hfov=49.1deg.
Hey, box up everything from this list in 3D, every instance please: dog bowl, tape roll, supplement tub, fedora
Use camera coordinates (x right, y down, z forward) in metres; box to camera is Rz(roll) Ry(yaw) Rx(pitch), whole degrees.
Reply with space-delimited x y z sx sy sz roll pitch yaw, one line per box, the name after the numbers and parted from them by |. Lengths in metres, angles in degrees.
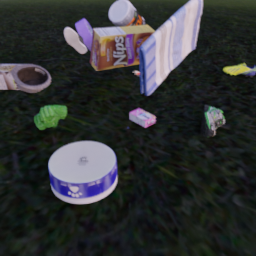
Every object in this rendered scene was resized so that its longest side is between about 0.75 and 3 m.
-1.194 1.137 7.523 1.797 0.708 1.797 0 32 0 | dog bowl
-1.698 -3.931 11.976 0.446 1.360 1.360 -27 31 9 | tape roll
0.035 -4.380 11.551 1.037 1.037 1.692 23 1 32 | supplement tub
-2.792 -1.341 8.022 1.093 0.494 0.967 -25 69 -41 | fedora

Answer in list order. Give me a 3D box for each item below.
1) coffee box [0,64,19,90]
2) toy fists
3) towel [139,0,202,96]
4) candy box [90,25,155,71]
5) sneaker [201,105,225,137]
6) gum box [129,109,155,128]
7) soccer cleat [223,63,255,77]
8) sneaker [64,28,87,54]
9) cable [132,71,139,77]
-5.602 -2.392 13.060 2.127 0.849 1.202 1 32 1 | coffee box
-1.968 -0.244 6.942 0.564 1.106 0.380 2 71 -34 | toy fists
1.369 -2.544 8.854 0.349 2.156 2.936 34 67 23 | towel
-0.211 -2.957 10.294 2.307 1.346 0.651 -15 49 -27 | candy box
2.984 -0.269 9.779 0.783 0.717 1.838 10 33 15 | sneaker
0.532 -0.361 10.316 0.513 0.299 0.903 -25 40 -35 | gum box
5.650 -2.989 14.205 1.567 0.655 0.506 9 33 15 | soccer cleat
-1.556 -2.575 7.986 0.350 0.991 0.491 -30 59 10 | sneaker
0.677 -2.810 14.329 0.886 0.223 0.430 -13 34 -19 | cable
